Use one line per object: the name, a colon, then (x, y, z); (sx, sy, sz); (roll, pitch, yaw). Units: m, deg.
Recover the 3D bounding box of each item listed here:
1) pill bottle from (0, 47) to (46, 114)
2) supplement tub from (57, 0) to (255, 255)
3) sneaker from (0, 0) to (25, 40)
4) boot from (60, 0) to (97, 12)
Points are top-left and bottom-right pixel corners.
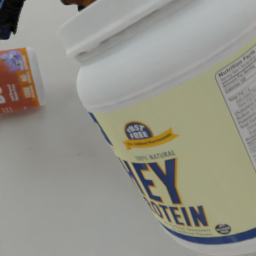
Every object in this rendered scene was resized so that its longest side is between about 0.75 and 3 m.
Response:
pill bottle: (-3.887, -1.151, 7.617); (2.967, 1.664, 1.664); (-14, 41, -15)
supplement tub: (0.714, -0.249, 3.233); (2.058, 2.838, 2.058); (-27, 20, 11)
sneaker: (-2.030, -1.984, 4.648); (1.986, 0.774, 0.697); (-15, 7, 42)
boot: (-0.698, -3.627, 7.056); (1.966, 1.851, 0.673); (-16, 77, 23)
